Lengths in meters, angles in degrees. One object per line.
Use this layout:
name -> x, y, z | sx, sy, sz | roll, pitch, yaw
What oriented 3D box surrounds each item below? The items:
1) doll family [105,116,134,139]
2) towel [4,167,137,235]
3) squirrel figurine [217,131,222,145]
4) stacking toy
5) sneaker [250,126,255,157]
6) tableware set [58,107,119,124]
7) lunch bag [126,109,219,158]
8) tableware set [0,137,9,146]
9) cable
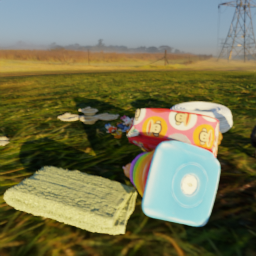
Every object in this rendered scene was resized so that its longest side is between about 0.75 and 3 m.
doll family -> -0.245, 0.048, 10.098 | 1.110, 0.500, 0.689 | -28, 37, -18
towel -> -1.102, 1.465, 5.951 | 2.473, 0.451, 1.834 | 12, 12, 9
squirrel figurine -> 2.597, 0.394, 9.153 | 0.797, 0.604, 0.854 | -18, -3, -12
stacking toy -> 0.608, 1.091, 6.441 | 1.591, 1.504, 2.741 | 19, -9, -22
sneaker -> 4.654, 0.675, 8.192 | 2.379, 1.363, 0.909 | 35, -10, 38
tableware set -> -1.954, -0.600, 13.957 | 2.668, 0.310, 2.229 | 11, 19, 35
lunch bag -> 1.162, 0.247, 7.622 | 2.435, 1.133, 2.765 | 10, -9, 21
tableware set -> -4.951, 0.524, 10.342 | 1.123, 0.130, 0.938 | -3, 17, -10
cable -> 3.136, -0.436, 12.207 | 2.695, 0.933, 2.695 | -4, 16, -15
